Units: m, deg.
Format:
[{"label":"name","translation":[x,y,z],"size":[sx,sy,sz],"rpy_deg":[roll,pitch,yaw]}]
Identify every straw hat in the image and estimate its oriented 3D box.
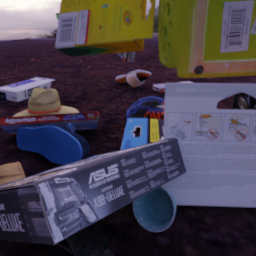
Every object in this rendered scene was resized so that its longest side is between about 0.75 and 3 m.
[{"label":"straw hat","translation":[-3.019,-0.898,10.070],"size":[2.553,1.080,2.553],"rpy_deg":[1,22,0]}]

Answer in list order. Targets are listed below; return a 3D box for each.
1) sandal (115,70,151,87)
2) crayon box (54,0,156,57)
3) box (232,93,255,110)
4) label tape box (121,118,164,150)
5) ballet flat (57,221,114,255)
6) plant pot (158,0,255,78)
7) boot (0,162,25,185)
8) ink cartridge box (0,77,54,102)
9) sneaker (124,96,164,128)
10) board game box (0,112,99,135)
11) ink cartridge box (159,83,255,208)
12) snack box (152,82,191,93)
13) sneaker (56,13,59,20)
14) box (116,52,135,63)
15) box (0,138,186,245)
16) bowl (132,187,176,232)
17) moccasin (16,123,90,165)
[{"label":"sandal","translation":[0.252,-2.417,14.486],"size":[0.929,0.695,2.424],"rpy_deg":[7,-7,-39]},{"label":"crayon box","translation":[-0.519,-2.891,7.383],"size":[2.775,1.761,0.705],"rpy_deg":[3,-6,23]},{"label":"box","translation":[5.181,-0.758,9.803],"size":[1.897,0.997,2.316],"rpy_deg":[-16,27,-36]},{"label":"label tape box","translation":[1.201,0.525,6.698],"size":[2.634,0.871,1.887],"rpy_deg":[3,22,3]},{"label":"ballet flat","translation":[-0.477,1.855,3.550],"size":[0.752,0.879,2.646],"rpy_deg":[-32,15,-12]},{"label":"plant pot","translation":[2.026,-2.386,6.109],"size":[2.491,2.503,2.271],"rpy_deg":[-2,29,0]},{"label":"boot","translation":[-3.026,1.471,4.414],"size":[2.908,0.962,2.546],"rpy_deg":[-10,26,-27]},{"label":"ink cartridge box","translation":[-4.715,-1.850,13.186],"size":[1.300,0.513,2.615],"rpy_deg":[11,26,25]},{"label":"sneaker","translation":[1.253,-0.404,9.009],"size":[2.750,1.036,1.079],"rpy_deg":[-6,28,-9]},{"label":"board game box","translation":[-2.245,-0.124,8.307],"size":[2.695,0.262,1.388],"rpy_deg":[-4,-12,-11]},{"label":"ink cartridge box","translation":[1.932,0.326,5.278],"size":[2.700,2.343,0.588],"rpy_deg":[1,12,3]},{"label":"snack box","translation":[2.346,-2.052,13.988],"size":[2.138,0.260,0.769],"rpy_deg":[-9,24,-20]},{"label":"sneaker","translation":[-2.140,-4.026,10.105],"size":[1.024,0.393,0.429],"rpy_deg":[-11,47,-43]},{"label":"box","translation":[-0.068,-3.700,10.979],"size":[0.381,1.912,1.309],"rpy_deg":[-11,43,-26]},{"label":"box","translation":[-0.722,0.900,4.502],"size":[2.184,0.689,2.769],"rpy_deg":[-17,-3,42]},{"label":"bowl","translation":[0.528,1.391,4.973],"size":[0.810,0.810,0.424],"rpy_deg":[15,3,32]},{"label":"moccasin","translation":[-1.858,0.270,7.227],"size":[2.581,1.039,0.880],"rpy_deg":[14,12,37]}]
